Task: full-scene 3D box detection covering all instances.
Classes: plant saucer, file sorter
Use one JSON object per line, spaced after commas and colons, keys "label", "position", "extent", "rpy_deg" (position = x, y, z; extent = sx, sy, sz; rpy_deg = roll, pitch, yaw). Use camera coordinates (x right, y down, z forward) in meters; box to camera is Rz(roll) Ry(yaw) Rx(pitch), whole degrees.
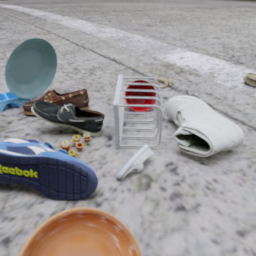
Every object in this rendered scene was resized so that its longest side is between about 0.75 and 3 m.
{"label": "plant saucer", "position": [-0.699, 2.304, 4.224], "extent": [2.112, 0.395, 2.112], "rpy_deg": [15, 60, -28]}
{"label": "plant saucer", "position": [-3.682, -2.250, 10.469], "extent": [0.453, 2.352, 2.352], "rpy_deg": [28, 40, 24]}
{"label": "file sorter", "position": [0.311, -0.565, 8.865], "extent": [1.366, 1.522, 2.193], "rpy_deg": [1, 32, 2]}

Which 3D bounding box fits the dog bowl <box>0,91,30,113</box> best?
{"label": "dog bowl", "position": [-4.665, -1.044, 10.797], "extent": [1.708, 0.423, 0.952], "rpy_deg": [-19, 36, -28]}

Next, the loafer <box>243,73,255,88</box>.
{"label": "loafer", "position": [6.278, -2.120, 12.218], "extent": [2.335, 0.797, 0.884], "rpy_deg": [19, 36, 29]}

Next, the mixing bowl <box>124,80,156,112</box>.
{"label": "mixing bowl", "position": [0.408, -1.162, 10.505], "extent": [1.196, 1.196, 0.648], "rpy_deg": [-6, 2, -10]}

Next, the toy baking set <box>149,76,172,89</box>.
{"label": "toy baking set", "position": [1.470, -2.165, 12.911], "extent": [1.111, 0.168, 1.447], "rpy_deg": [4, 31, 7]}

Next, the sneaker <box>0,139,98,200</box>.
{"label": "sneaker", "position": [-2.098, 0.877, 6.924], "extent": [2.999, 1.109, 1.234], "rpy_deg": [13, 20, 9]}

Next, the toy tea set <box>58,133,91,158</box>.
{"label": "toy tea set", "position": [-1.540, 0.415, 8.213], "extent": [0.596, 0.371, 1.002], "rpy_deg": [26, 48, 20]}

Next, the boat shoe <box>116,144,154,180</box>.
{"label": "boat shoe", "position": [0.220, 0.960, 7.404], "extent": [0.433, 0.487, 1.325], "rpy_deg": [45, 59, 4]}

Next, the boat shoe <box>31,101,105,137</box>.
{"label": "boat shoe", "position": [-1.873, -0.467, 8.862], "extent": [2.288, 0.774, 0.822], "rpy_deg": [17, 38, -7]}

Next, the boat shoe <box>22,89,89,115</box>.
{"label": "boat shoe", "position": [-2.654, -1.011, 10.287], "extent": [2.430, 0.855, 0.855], "rpy_deg": [-7, 26, -6]}

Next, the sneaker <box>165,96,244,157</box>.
{"label": "sneaker", "position": [1.801, -0.151, 8.461], "extent": [1.670, 1.064, 2.889], "rpy_deg": [-13, 33, -35]}
